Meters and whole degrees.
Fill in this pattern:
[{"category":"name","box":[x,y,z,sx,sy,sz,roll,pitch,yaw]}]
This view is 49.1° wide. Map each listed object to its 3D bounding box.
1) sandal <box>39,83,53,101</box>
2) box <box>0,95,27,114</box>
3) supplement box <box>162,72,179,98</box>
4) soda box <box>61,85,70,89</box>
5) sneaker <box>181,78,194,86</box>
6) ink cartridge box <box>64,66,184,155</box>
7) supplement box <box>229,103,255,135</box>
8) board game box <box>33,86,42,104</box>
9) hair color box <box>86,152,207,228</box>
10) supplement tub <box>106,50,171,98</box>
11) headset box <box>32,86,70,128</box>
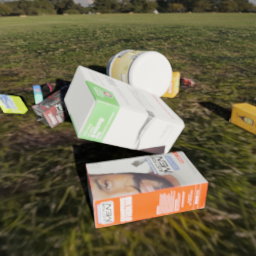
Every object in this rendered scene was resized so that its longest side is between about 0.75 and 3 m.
[{"category":"sandal","box":[-3.871,-1.762,13.027,0.733,0.440,1.951,-8,27,-17]},{"category":"box","box":[-4.099,-0.825,9.792,0.642,0.251,1.052,54,17,12]},{"category":"supplement box","box":[0.879,-2.200,13.325,2.944,0.979,1.013,9,27,19]},{"category":"soda box","box":[-2.151,-1.747,12.674,1.604,0.510,0.549,-18,6,-30]},{"category":"sneaker","box":[3.104,-2.405,14.536,0.403,0.292,0.826,-16,32,-29]},{"category":"ink cartridge box","box":[-0.141,-0.435,7.941,2.809,1.181,2.050,15,26,-31]},{"category":"supplement box","box":[4.476,-0.158,9.387,0.748,0.724,2.176,-13,29,-26]},{"category":"board game box","box":[-3.529,-1.062,11.061,0.266,0.899,1.182,-9,28,-17]},{"category":"hair color box","box":[0.348,1.300,6.317,2.423,0.775,1.344,-8,27,-13]},{"category":"supplement tub","box":[0.331,-2.191,11.338,1.822,1.822,2.524,-14,22,-26]},{"category":"headset box","box":[-2.491,-0.746,9.955,1.774,0.665,1.319,-37,29,-21]}]
